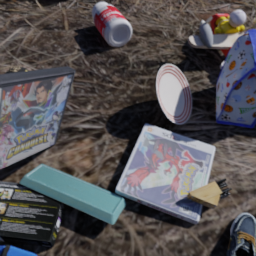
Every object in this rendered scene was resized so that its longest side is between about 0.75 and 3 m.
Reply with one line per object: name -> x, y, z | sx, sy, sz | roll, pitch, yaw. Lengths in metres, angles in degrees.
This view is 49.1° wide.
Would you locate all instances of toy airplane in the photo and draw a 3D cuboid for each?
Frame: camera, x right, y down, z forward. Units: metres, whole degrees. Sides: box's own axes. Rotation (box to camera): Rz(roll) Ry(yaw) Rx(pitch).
toy airplane -> 4.282, -3.748, 11.557 | 2.885, 2.045, 2.898 | 31, 54, 19

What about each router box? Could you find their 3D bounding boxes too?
router box -> -2.774, 2.256, 7.457 | 1.986, 0.507, 1.482 | 5, 50, 4

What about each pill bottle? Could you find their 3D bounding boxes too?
pill bottle -> -0.843, -4.884, 13.038 | 1.291, 1.291, 2.300 | -20, 53, -16

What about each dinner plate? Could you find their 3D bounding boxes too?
dinner plate -> 1.554, -1.145, 9.663 | 0.256, 2.113, 2.113 | -11, 36, 44

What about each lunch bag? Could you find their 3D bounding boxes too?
lunch bag -> 3.966, -1.634, 9.416 | 1.595, 2.575, 2.189 | 7, 49, 6

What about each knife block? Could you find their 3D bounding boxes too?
knife block -> 2.239, 1.671, 7.640 | 1.059, 0.339, 0.930 | 20, 59, 10

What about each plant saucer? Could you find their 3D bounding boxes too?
plant saucer -> -1.504, 1.726, 7.741 | 2.875, 0.273, 1.005 | 19, 23, 14

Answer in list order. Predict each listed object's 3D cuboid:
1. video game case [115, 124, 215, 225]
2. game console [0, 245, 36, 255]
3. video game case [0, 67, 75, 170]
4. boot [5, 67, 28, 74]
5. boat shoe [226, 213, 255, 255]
video game case -> 1.197, 1.216, 8.363 | 2.385, 0.301, 2.617 | 19, 53, 10
game console -> -3.023, 3.601, 6.565 | 1.225, 0.849, 1.436 | 28, 48, -17
video game case -> -2.751, -0.234, 7.466 | 0.377, 2.672, 2.956 | 31, 28, 18
boot -> -4.034, -1.372, 10.348 | 2.416, 0.884, 1.819 | 13, 51, 18
boat shoe -> 2.820, 2.808, 6.746 | 0.684, 0.878, 1.934 | 21, 53, 17
